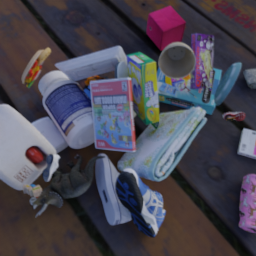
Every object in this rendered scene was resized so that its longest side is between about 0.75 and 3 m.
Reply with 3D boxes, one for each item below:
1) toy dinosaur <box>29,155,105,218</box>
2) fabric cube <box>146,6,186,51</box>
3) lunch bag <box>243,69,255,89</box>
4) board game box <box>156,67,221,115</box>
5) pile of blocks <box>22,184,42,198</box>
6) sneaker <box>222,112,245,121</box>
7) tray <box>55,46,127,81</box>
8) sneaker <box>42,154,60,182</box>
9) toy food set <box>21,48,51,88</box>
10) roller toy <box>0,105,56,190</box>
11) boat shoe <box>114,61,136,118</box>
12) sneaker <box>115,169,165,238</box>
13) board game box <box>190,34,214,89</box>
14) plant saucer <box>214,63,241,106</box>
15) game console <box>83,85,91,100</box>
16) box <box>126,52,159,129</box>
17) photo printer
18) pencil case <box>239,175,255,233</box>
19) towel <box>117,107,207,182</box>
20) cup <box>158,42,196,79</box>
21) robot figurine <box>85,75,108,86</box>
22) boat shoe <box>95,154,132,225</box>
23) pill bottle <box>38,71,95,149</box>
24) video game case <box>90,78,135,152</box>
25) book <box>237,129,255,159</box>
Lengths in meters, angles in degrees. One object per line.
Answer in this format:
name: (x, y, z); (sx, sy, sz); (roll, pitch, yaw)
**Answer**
toy dinosaur: (-1.970, 1.865, 9.727); (2.846, 1.095, 1.455); (-23, 71, -6)
fabric cube: (1.746, -4.655, 13.145); (1.273, 1.249, 1.269); (-26, 66, -14)
lunch bag: (5.518, -2.135, 12.156); (0.960, 0.564, 0.787); (-1, 61, -6)
board game box: (2.466, -1.850, 11.963); (2.653, 0.622, 2.002); (15, 62, 8)
pile of blocks: (-2.477, 1.665, 7.330); (0.775, 0.241, 0.318); (8, 22, 42)
sneaker: (3.625, -0.424, 9.602); (0.802, 0.312, 0.329); (1, 18, -8)
tray: (-1.263, -2.236, 10.239); (2.478, 1.330, 0.275); (-13, 72, 12)
sneaker: (-2.249, 1.191, 8.260); (0.331, 0.387, 0.888); (29, 103, 30)
toy food set: (-3.318, -2.159, 10.030); (0.359, 1.460, 1.475); (32, 63, -15)
roller toy: (-3.674, 0.671, 8.745); (2.416, 2.649, 1.851); (45, 72, -9)
boat shoe: (-0.224, -1.430, 10.640); (0.786, 2.543, 0.926); (23, 56, 32)
sneaker: (0.433, 2.237, 8.878); (1.016, 2.682, 1.033); (11, 44, 42)
board game box: (2.854, -2.538, 10.789); (1.211, 2.018, 0.326); (-11, 15, -37)
plant saucer: (3.562, -1.619, 10.219); (0.235, 1.712, 1.712); (25, 64, 3)
game console: (-1.646, -1.589, 11.937); (0.772, 0.679, 0.449); (34, 38, 16)
box: (0.521, -1.221, 9.706); (0.595, 2.458, 1.442); (-17, 31, -12)
photo printer: (-3.244, 0.377, 10.781); (1.319, 0.550, 1.585); (-33, 66, -19)
pencil case: (4.263, 2.559, 9.465); (0.805, 0.841, 1.944); (26, 62, -14)
towel: (1.122, 0.511, 9.610); (0.703, 2.500, 2.920); (48, 70, -15)
cup: (1.792, -2.610, 10.286); (1.311, 1.311, 0.938); (7, 42, 4)
robot figurine: (-0.834, -1.110, 10.530); (0.707, 1.761, 2.430); (-29, 33, -12)
boat shoe: (-0.465, 2.049, 9.741); (0.897, 0.911, 2.570); (2, 49, -31)
pill bottle: (-2.246, -0.783, 10.804); (1.643, 1.643, 2.961); (-31, 66, -16)
video game case: (-0.526, -0.409, 9.166); (1.659, 0.202, 2.320); (2, 100, 38)
book: (5.101, 0.736, 10.721); (1.576, 0.379, 1.053); (18, 65, 10)
